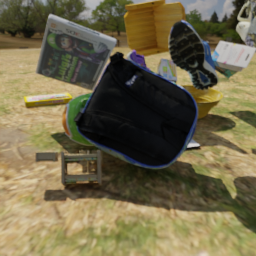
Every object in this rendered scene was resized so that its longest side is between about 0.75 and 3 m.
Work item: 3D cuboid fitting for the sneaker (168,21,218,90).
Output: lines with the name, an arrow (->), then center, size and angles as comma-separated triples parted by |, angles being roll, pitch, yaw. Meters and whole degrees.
sneaker -> 1.725, -2.007, 7.543 | 0.890, 2.267, 1.010 | -17, 52, 26

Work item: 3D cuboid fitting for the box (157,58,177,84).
box -> 1.584, -2.209, 11.471 | 0.654, 0.589, 1.163 | 7, 56, -9

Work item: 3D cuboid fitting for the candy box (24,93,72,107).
candy box -> -4.093, -1.445, 14.311 | 2.293, 0.303, 1.172 | -8, 20, -21

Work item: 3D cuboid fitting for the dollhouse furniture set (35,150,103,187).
dollhouse furniture set -> -1.462, 1.043, 7.373 | 1.551, 0.862, 1.371 | -1, -4, -2

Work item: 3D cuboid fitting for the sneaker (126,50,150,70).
sneaker -> 0.474, -2.280, 9.904 | 1.162, 0.485, 0.468 | 35, 23, -35

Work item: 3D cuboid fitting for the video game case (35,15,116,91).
video game case -> -2.012, -2.615, 10.398 | 2.377, 2.614, 0.305 | 16, 50, -18

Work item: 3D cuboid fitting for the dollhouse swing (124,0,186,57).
dollhouse swing -> 1.063, -3.919, 11.167 | 1.868, 2.055, 1.807 | -15, 26, -13

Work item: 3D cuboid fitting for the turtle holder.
turtle holder -> -1.154, -0.374, 9.381 | 1.636, 1.751, 2.304 | -5, 26, 46

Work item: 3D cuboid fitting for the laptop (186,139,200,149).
laptop -> 1.100, -0.174, 9.562 | 1.993, 1.233, 2.128 | -6, 21, -14

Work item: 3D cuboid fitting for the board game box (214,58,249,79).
board game box -> 4.461, -2.993, 12.691 | 1.326, 0.412, 1.757 | 33, -8, 0

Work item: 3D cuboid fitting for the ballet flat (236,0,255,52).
ballet flat -> 4.275, -3.676, 9.920 | 0.858, 2.385, 0.858 | 14, -22, 6

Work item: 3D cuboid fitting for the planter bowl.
planter bowl -> 2.768, -1.041, 12.115 | 2.476, 1.031, 2.476 | 0, 24, 0

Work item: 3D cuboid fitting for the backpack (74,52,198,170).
backpack -> 0.421, -0.230, 7.732 | 2.803, 2.565, 2.060 | 27, -6, 17

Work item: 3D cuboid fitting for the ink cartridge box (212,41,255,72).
ink cartridge box -> 3.564, -2.373, 9.422 | 1.321, 0.760, 0.448 | 29, 0, 40
